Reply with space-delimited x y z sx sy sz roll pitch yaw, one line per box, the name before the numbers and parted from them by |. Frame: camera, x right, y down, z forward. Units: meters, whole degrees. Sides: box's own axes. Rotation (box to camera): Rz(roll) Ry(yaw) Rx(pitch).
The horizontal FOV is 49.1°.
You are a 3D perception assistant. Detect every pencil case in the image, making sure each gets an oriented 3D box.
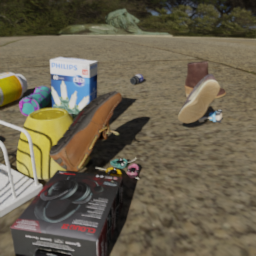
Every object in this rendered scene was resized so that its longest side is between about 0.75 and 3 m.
pencil case | -4.045 -1.232 12.409 0.924 0.851 2.000 24 22 -5

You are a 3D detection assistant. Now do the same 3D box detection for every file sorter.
file sorter | -3.609 1.058 6.135 1.835 1.647 2.644 15 28 32

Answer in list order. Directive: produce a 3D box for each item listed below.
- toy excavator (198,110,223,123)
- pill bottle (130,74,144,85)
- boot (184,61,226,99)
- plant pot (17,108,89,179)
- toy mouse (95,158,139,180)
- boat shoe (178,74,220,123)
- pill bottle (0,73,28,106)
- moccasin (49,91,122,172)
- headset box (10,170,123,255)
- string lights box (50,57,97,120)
toy excavator | 3.312 -0.412 11.235 0.804 0.401 0.782 -1 20 34
pill bottle | 0.508 -2.868 16.626 0.523 0.523 0.935 14 27 29
boot | 3.888 -2.372 13.877 2.144 1.784 0.776 -2 23 -5
plant pot | -2.216 0.283 8.059 2.087 1.482 2.087 -1 22 1
toy mouse | -0.092 1.130 7.722 1.226 0.237 1.090 15 28 31
boat shoe | 2.235 -0.896 8.966 0.696 1.934 0.627 19 48 -8
pill bottle | -5.877 -1.779 13.034 1.368 1.368 2.504 8 25 19
moccasin | -0.877 0.031 7.251 0.953 1.005 2.605 -15 35 43
headset box | -1.082 1.774 5.495 1.590 0.825 2.137 5 22 11
string lights box | -1.769 -0.921 9.297 1.346 2.620 0.773 8 23 13
